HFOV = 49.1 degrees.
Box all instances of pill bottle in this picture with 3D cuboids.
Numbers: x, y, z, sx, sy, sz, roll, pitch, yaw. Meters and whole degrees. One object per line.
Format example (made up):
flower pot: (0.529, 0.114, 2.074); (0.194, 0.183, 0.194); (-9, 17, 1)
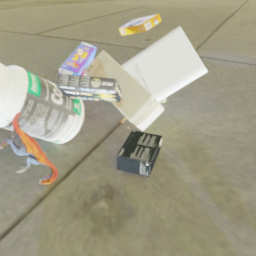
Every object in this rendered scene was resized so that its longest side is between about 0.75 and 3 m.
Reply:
pill bottle: (-2.625, -0.626, 7.232); (1.570, 1.570, 2.776); (31, 5, 39)

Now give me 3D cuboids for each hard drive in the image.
hard drive: (0.971, -1.877, 9.368); (2.736, 0.365, 1.804); (-31, 70, 18)

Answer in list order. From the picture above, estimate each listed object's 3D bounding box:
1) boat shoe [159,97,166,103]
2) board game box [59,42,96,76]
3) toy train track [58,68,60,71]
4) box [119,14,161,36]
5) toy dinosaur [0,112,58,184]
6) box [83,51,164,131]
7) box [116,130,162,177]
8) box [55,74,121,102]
boat shoe: (0.835, -1.350, 10.682); (1.344, 0.460, 0.502); (15, 35, 22)
board game box: (-1.889, -1.800, 10.013); (0.583, 1.751, 2.604); (19, 33, -4)
toy train track: (-2.400, -2.583, 12.799); (2.065, 0.336, 1.184); (20, 37, 28)
box: (0.369, -3.877, 10.605); (0.928, 0.323, 1.559); (-42, 31, -29)
toy dinosaur: (-2.205, 0.655, 6.446); (1.423, 1.568, 0.823); (33, 53, -1)
box: (-0.157, -1.178, 8.767); (0.978, 1.195, 2.516); (-45, 60, 5)
box: (0.318, 0.640, 7.444); (0.900, 0.503, 1.275); (13, 35, 15)
box: (-0.913, -0.954, 6.857); (1.404, 0.345, 1.132); (6, -10, 5)
